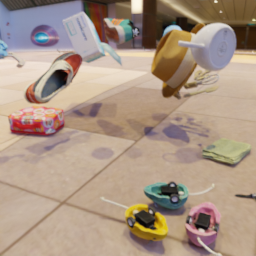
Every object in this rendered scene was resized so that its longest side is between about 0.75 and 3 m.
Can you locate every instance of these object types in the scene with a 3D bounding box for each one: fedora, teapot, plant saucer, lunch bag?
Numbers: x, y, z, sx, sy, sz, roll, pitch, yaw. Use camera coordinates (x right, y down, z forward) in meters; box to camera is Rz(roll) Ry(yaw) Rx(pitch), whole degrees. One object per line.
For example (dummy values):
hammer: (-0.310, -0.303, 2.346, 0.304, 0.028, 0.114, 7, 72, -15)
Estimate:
fedora: (1.665, -2.621, 10.387, 1.224, 3.001, 3.001, 22, 16, -13)
teapot: (2.405, -2.440, 8.464, 1.463, 1.483, 1.083, -48, 39, -10)
plant saucer: (-0.494, -2.287, 8.556, 0.991, 0.191, 0.991, 43, 8, -7)
lunch bag: (-3.750, -0.283, 11.392, 2.008, 0.823, 1.769, 4, 21, 12)

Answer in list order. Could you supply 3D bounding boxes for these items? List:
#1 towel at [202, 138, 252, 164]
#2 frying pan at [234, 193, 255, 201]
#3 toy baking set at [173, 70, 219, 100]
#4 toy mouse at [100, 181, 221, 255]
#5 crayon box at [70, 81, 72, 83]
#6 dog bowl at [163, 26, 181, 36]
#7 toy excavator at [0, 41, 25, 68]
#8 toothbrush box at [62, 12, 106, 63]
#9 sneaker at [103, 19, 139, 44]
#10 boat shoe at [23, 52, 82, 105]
towel: (3.293, 0.767, 9.340, 1.200, 0.295, 1.618, 16, 27, 39)
frying pan: (3.268, 1.696, 7.065, 0.987, 0.161, 0.597, 17, 25, 30)
toy baking set: (2.650, -1.843, 11.507, 1.973, 0.299, 2.571, -27, 26, 13)
toy mouse: (1.135, 1.842, 6.088, 2.382, 0.519, 2.680, -18, 27, -39)
crayon box: (-2.935, -2.671, 13.245, 0.311, 1.068, 0.634, -25, 61, -24)
dog bowl: (1.876, -3.747, 12.259, 0.899, 1.613, 0.400, 4, 57, -6)
toy excavator: (-3.612, -2.184, 8.151, 0.505, 0.983, 1.010, -30, -3, 40)
toothbrush box: (-2.012, -4.198, 13.391, 1.085, 1.863, 2.545, -22, 10, 4)
sneaker: (-0.296, -3.763, 10.812, 0.920, 0.821, 2.302, -17, 35, -14)
boat shoe: (-2.427, -1.803, 9.814, 0.869, 0.989, 2.777, -1, 40, 42)
